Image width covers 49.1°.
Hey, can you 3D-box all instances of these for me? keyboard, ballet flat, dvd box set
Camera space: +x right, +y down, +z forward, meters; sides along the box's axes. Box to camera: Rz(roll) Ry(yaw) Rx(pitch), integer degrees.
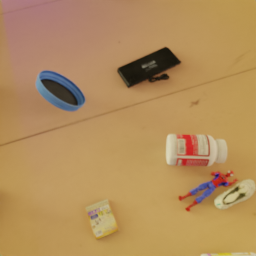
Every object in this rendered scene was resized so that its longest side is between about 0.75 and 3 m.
[{"bbox_3d":[1.013,-2.507,12.193,2.654,0.340,1.594,-27,61,-11],"label":"keyboard"},{"bbox_3d":[3.834,2.330,9.781,1.748,0.627,0.627,-28,68,-13],"label":"ballet flat"},{"bbox_3d":[-0.901,3.135,9.618,0.835,0.168,1.141,-21,66,-9],"label":"dvd box set"}]

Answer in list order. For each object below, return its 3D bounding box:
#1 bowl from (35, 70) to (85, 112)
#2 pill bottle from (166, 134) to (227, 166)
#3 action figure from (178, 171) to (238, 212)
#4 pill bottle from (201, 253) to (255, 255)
[{"bbox_3d":[-2.585,-1.397,10.729,0.396,2.017,2.017,-48,68,24],"label":"bowl"},{"bbox_3d":[2.443,0.818,10.164,2.028,1.138,1.138,2,65,1],"label":"pill bottle"},{"bbox_3d":[2.876,2.004,9.692,2.202,1.090,0.719,-28,68,-15],"label":"action figure"},{"bbox_3d":[3.356,4.416,8.469,2.227,1.161,1.161,-1,65,-1],"label":"pill bottle"}]
